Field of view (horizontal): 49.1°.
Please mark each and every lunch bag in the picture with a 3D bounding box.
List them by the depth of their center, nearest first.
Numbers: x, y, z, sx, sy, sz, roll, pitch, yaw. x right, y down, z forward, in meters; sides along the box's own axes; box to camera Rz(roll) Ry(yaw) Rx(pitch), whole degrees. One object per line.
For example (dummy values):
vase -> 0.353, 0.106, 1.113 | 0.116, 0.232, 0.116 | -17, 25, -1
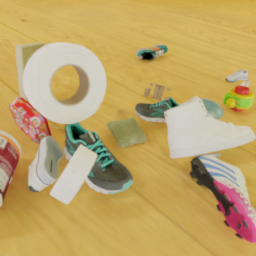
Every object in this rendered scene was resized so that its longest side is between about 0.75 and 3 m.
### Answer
lunch bag -> -3.040, -0.276, 8.594 | 1.437, 1.266, 0.589 | 34, 57, 25

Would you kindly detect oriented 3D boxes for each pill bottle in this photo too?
pill bottle -> -3.536, 1.243, 6.647 | 1.376, 1.376, 2.409 | -1, 36, -1

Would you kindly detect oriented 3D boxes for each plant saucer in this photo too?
plant saucer -> 2.785, -0.748, 10.250 | 1.420, 0.273, 1.420 | 0, 36, 0

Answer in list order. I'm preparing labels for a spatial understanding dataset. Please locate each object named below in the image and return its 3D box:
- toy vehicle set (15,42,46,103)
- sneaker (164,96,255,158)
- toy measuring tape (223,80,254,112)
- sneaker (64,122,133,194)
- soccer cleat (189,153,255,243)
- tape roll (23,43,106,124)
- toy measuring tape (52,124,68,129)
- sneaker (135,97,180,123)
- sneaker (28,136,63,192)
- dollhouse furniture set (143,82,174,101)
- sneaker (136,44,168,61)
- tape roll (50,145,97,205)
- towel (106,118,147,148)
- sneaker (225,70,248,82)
toy vehicle set -> -3.425, -1.985, 10.101 | 0.268, 2.024, 1.257 | 13, 25, 20
sneaker -> 2.328, -0.163, 7.898 | 2.781, 1.607, 1.025 | -9, -4, -23
toy measuring tape -> 4.362, -1.240, 10.470 | 0.940, 0.940, 2.555 | 26, 37, 30
sneaker -> -0.948, 0.712, 7.483 | 2.675, 1.220, 1.038 | 30, 48, 35
soccer cleat -> 2.523, 1.466, 6.769 | 1.121, 0.907, 2.596 | -14, 39, -14
tape roll -> -1.672, -1.190, 7.565 | 2.134, 2.134, 0.746 | -22, 27, -26
toy measuring tape -> -2.126, -0.093, 9.360 | 0.798, 0.294, 0.294 | 8, 38, 11
sneaker -> 1.228, -0.668, 9.571 | 2.093, 0.955, 0.812 | 14, 39, 19
sneaker -> -2.323, 0.907, 7.611 | 0.756, 0.780, 2.136 | -35, 22, 7
dollhouse furniture set -> 1.231, -1.352, 10.715 | 1.123, 0.582, 0.497 | 18, 15, 12
sneaker -> 1.280, -3.659, 13.886 | 1.715, 0.612, 0.685 | -16, 48, -16
tape roll -> -1.179, 1.000, 6.070 | 0.440, 1.258, 1.258 | 33, 39, -7
towel -> -0.050, 0.124, 9.114 | 1.005, 0.247, 1.355 | -13, 38, -18
sneaker -> 4.715, -2.297, 12.135 | 1.084, 0.470, 0.406 | -14, 40, -15
